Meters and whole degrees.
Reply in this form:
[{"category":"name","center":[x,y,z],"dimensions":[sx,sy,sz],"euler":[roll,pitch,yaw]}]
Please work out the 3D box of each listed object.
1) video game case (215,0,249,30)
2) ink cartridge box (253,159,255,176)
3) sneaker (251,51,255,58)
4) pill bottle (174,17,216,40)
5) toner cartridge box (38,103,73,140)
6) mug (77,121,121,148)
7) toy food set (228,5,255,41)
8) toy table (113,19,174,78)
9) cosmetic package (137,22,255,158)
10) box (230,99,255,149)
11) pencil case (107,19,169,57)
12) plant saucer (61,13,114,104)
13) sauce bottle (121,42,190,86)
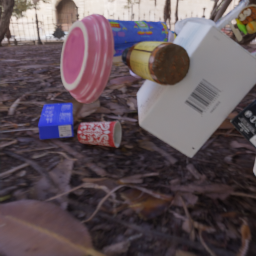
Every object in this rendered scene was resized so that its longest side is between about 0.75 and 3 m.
[{"category":"video game case","center":[3.729,-4.141,10.906],"dimensions":[1.943,0.223,1.771],"euler":[-36,11,41]},{"category":"ink cartridge box","center":[4.446,0.900,7.673],"dimensions":[1.627,1.201,0.697],"euler":[2,22,5]},{"category":"sneaker","center":[4.189,-1.996,9.626],"dimensions":[2.291,0.989,0.920],"euler":[-19,-7,-16]},{"category":"pill bottle","center":[2.393,-2.623,10.480],"dimensions":[1.437,2.582,1.437],"euler":[-2,43,2]},{"category":"toner cartridge box","center":[-2.919,-0.348,11.609],"dimensions":[1.271,0.577,2.675],"euler":[-3,22,-10]},{"category":"mug","center":[-0.983,0.293,9.999],"dimensions":[1.361,1.208,0.908],"euler":[2,58,15]},{"category":"toy food set","center":[3.692,-3.288,8.460],"dimensions":[1.221,0.843,0.245],"euler":[-33,-10,36]},{"category":"toy table","center":[0.479,-3.336,11.708],"dimensions":[1.512,2.583,2.374],"euler":[21,40,-31]},{"category":"cosmetic package","center":[1.602,-1.170,7.374],"dimensions":[1.639,2.658,2.666],"euler":[32,19,-11]},{"category":"box","center":[3.262,-0.066,6.250],"dimensions":[1.217,1.056,1.991],"euler":[53,26,19]},{"category":"pencil case","center":[-0.019,-2.722,8.579],"dimensions":[2.820,1.100,1.225],"euler":[-13,47,-32]},{"category":"plant saucer","center":[-1.037,-1.583,6.370],"dimensions":[0.514,2.030,2.030],"euler":[3,17,-33]},{"category":"sauce bottle","center":[0.456,-1.547,6.353],"dimensions":[0.863,0.863,2.613],"euler":[-6,20,-14]}]
